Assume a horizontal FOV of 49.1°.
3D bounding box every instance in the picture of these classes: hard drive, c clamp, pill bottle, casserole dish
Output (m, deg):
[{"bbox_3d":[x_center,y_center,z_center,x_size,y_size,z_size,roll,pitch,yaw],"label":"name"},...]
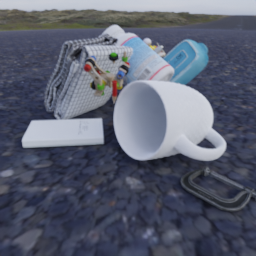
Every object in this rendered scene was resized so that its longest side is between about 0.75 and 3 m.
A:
[{"bbox_3d":[-1.790,0.116,8.037,2.111,0.277,1.392,-3,24,-6],"label":"hard drive"},{"bbox_3d":[1.938,1.195,5.761,1.558,0.211,1.331,21,36,36],"label":"c clamp"},{"bbox_3d":[0.206,-2.412,10.174,2.747,1.494,1.494,45,39,12],"label":"pill bottle"},{"bbox_3d":[1.835,-2.335,10.812,0.510,2.628,1.592,25,33,-46],"label":"casserole dish"}]

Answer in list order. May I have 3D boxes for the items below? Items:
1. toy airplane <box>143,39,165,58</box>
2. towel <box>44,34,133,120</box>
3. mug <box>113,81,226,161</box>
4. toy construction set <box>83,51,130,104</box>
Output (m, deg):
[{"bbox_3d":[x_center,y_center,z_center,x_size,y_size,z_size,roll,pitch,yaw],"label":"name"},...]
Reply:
[{"bbox_3d":[1.032,-4.609,17.104,2.273,1.604,2.263,-2,23,0],"label":"toy airplane"},{"bbox_3d":[-1.353,-1.662,8.938,1.154,2.698,2.234,44,38,17],"label":"towel"},{"bbox_3d":[1.203,-0.055,6.739,2.147,1.808,2.449,-5,35,-40],"label":"mug"},{"bbox_3d":[-0.506,-1.116,7.145,1.176,1.083,1.410,-5,44,-8],"label":"toy construction set"}]
